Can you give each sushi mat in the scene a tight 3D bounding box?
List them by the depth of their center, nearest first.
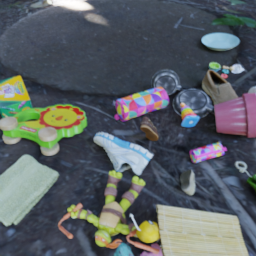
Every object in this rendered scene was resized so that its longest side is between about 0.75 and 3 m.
[{"bbox_3d":[1.899,2.696,7.081,2.623,0.159,1.255,14,50,-20],"label":"sushi mat"}]

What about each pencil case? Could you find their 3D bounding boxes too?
[{"bbox_3d":[2.745,0.857,9.716,1.199,0.530,0.530,-15,45,-12],"label":"pencil case"},{"bbox_3d":[0.527,-0.977,11.438,2.256,0.997,0.997,-19,46,-21],"label":"pencil case"}]

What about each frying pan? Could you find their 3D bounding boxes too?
[{"bbox_3d":[3.010,-0.737,11.525,1.615,0.435,2.670,-33,57,-16],"label":"frying pan"},{"bbox_3d":[1.951,-1.709,12.330,2.036,1.232,0.331,34,28,-14],"label":"frying pan"}]

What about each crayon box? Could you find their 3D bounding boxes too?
[{"bbox_3d":[-4.997,-1.359,12.067,1.251,0.613,2.106,-19,46,-19],"label":"crayon box"}]

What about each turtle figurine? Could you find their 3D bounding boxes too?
[{"bbox_3d":[-0.286,2.380,7.738,2.828,0.911,2.281,6,44,22],"label":"turtle figurine"}]

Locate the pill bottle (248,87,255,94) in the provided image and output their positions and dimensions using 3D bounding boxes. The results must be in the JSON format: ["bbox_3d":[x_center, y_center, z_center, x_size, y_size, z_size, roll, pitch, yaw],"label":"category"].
[{"bbox_3d":[6.131,-1.441,11.818,1.878,1.065,1.065,-13,44,-14],"label":"pill bottle"}]

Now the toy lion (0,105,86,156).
[{"bbox_3d":[-3.063,-0.193,10.755,2.659,0.913,2.549,13,37,15],"label":"toy lion"}]

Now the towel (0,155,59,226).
[{"bbox_3d":[-3.384,1.845,8.677,1.623,0.399,2.188,25,47,19],"label":"towel"}]

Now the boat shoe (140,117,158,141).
[{"bbox_3d":[0.798,0.048,10.036,0.452,1.283,0.451,-1,63,21],"label":"boat shoe"}]

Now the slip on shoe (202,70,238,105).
[{"bbox_3d":[4.133,-1.527,12.092,1.048,0.835,2.756,-11,44,-11],"label":"slip on shoe"}]

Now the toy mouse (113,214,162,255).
[{"bbox_3d":[0.294,3.109,6.727,1.749,1.968,0.381,-57,40,0],"label":"toy mouse"}]

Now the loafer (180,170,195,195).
[{"bbox_3d":[1.900,1.731,8.849,0.424,0.383,1.122,-24,16,26],"label":"loafer"}]

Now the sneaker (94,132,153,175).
[{"bbox_3d":[-0.385,0.890,9.471,2.423,0.908,1.050,18,80,38],"label":"sneaker"}]

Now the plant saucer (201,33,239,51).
[{"bbox_3d":[5.216,-4.809,15.945,2.062,0.397,2.062,-3,40,2],"label":"plant saucer"}]

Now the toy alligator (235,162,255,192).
[{"bbox_3d":[4.234,1.930,8.456,0.814,0.590,2.457,-26,51,-31],"label":"toy alligator"}]

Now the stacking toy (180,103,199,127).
[{"bbox_3d":[2.319,-0.609,11.113,0.632,0.598,1.089,1,49,-18],"label":"stacking toy"}]

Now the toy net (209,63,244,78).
[{"bbox_3d":[4.981,-2.899,13.950,1.857,0.359,0.974,-6,43,-7],"label":"toy net"}]

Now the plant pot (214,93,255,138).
[{"bbox_3d":[4.023,-0.406,10.456,1.474,1.646,1.646,-6,40,16],"label":"plant pot"}]
